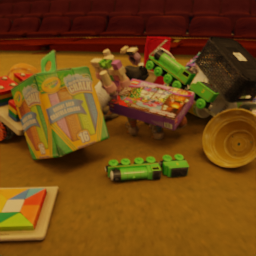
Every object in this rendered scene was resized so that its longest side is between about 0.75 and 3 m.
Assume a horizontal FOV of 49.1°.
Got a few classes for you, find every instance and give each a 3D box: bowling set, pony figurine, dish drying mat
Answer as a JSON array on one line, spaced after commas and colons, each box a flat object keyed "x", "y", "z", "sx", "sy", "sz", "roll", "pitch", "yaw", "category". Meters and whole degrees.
[{"x": 1.219, "y": -0.139, "z": 9.542, "sx": 2.389, "sy": 1.282, "sz": 1.662, "roll": -23, "pitch": 43, "yaw": -18, "category": "bowling set"}, {"x": 2.172, "y": -2.017, "z": 11.786, "sx": 2.336, "sy": 2.806, "sz": 2.708, "roll": 29, "pitch": 4, "yaw": -34, "category": "pony figurine"}, {"x": 1.256, "y": -2.699, "z": 13.059, "sx": 1.145, "sy": 2.982, "sz": 0.271, "roll": -3, "pitch": 32, "yaw": -12, "category": "dish drying mat"}]

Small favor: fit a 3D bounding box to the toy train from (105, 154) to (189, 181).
[{"x": 0.518, "y": 1.087, "z": 7.366, "sx": 2.242, "sy": 0.468, "sz": 0.632, "roll": -4, "pitch": 32, "yaw": -10, "category": "toy train"}]

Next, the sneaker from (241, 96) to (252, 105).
[{"x": 5.120, "y": -1.500, "z": 13.310, "sx": 0.962, "sy": 0.828, "sz": 2.273, "roll": 17, "pitch": 20, "yaw": -15, "category": "sneaker"}]

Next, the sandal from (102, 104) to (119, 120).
[{"x": -1.002, "y": -0.699, "z": 11.234, "sx": 0.886, "sy": 0.596, "sz": 2.207, "roll": 15, "pitch": 18, "yaw": 25, "category": "sandal"}]

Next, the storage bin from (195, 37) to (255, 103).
[{"x": 3.578, "y": -2.032, "z": 9.677, "sx": 1.505, "sy": 1.044, "sz": 2.227, "roll": -7, "pitch": 55, "yaw": -31, "category": "storage bin"}]

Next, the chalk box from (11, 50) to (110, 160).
[{"x": -2.023, "y": -0.699, "z": 7.941, "sx": 1.733, "sy": 2.800, "sz": 1.742, "roll": -21, "pitch": 5, "yaw": -41, "category": "chalk box"}]

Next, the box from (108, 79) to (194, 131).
[{"x": 0.751, "y": -0.829, "z": 9.057, "sx": 2.325, "sy": 0.455, "sz": 1.591, "roll": 17, "pitch": 44, "yaw": 26, "category": "box"}]

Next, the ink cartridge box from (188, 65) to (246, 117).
[{"x": 3.329, "y": -1.282, "z": 10.561, "sx": 1.991, "sy": 1.448, "sz": 0.836, "roll": 29, "pitch": 7, "yaw": -30, "category": "ink cartridge box"}]

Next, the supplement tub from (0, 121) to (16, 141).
[{"x": -4.068, "y": -0.324, "z": 9.704, "sx": 1.087, "sy": 1.087, "sz": 1.774, "roll": 8, "pitch": 31, "yaw": 18, "category": "supplement tub"}]

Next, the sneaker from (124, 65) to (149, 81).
[{"x": 0.312, "y": -2.169, "z": 11.416, "sx": 1.163, "sy": 0.973, "sz": 2.562, "roll": -28, "pitch": 6, "yaw": -4, "category": "sneaker"}]

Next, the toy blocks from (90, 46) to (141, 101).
[{"x": -0.448, "y": -1.646, "z": 9.263, "sx": 1.563, "sy": 1.408, "sz": 1.673, "roll": 17, "pitch": 53, "yaw": 45, "category": "toy blocks"}]

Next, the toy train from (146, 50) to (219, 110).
[{"x": 1.786, "y": -1.719, "z": 9.618, "sx": 2.965, "sy": 0.836, "sz": 0.619, "roll": 43, "pitch": 29, "yaw": 24, "category": "toy train"}]

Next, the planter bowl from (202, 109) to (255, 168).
[{"x": 3.076, "y": 0.382, "z": 8.019, "sx": 1.734, "sy": 1.734, "sz": 0.722, "roll": 25, "pitch": -3, "yaw": 45, "category": "planter bowl"}]

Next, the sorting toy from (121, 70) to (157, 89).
[{"x": -0.102, "y": -1.943, "z": 13.100, "sx": 2.719, "sy": 0.364, "sz": 2.026, "roll": 25, "pitch": 78, "yaw": 42, "category": "sorting toy"}]

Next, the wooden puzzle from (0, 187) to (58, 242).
[{"x": -2.437, "y": 1.730, "z": 5.967, "sx": 1.610, "sy": 0.324, "sz": 1.740, "roll": -1, "pitch": 23, "yaw": -2, "category": "wooden puzzle"}]

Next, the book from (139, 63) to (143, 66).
[{"x": 1.091, "y": -2.516, "z": 14.510, "sx": 1.165, "sy": 1.744, "sz": 0.419, "roll": 1, "pitch": -15, "yaw": 4, "category": "book"}]

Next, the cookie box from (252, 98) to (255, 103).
[{"x": 5.862, "y": -0.891, "z": 11.070, "sx": 1.459, "sy": 0.641, "sz": 1.706, "roll": 3, "pitch": 2, "yaw": 9, "category": "cookie box"}]

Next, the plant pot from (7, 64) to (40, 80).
[{"x": -5.106, "y": -1.984, "z": 13.399, "sx": 1.670, "sy": 1.670, "sz": 1.529, "roll": 0, "pitch": 39, "yaw": 1, "category": "plant pot"}]

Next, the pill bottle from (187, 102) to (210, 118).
[{"x": 2.749, "y": -1.075, "z": 11.868, "sx": 0.910, "sy": 0.910, "sz": 1.638, "roll": -11, "pitch": 24, "yaw": -25, "category": "pill bottle"}]

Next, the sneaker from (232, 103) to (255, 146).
[{"x": 3.873, "y": -0.176, "z": 9.492, "sx": 1.757, "sy": 1.217, "sz": 2.910, "roll": 8, "pitch": 24, "yaw": -4, "category": "sneaker"}]

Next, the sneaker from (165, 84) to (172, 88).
[{"x": 1.579, "y": -1.399, "z": 11.370, "sx": 0.311, "sy": 0.798, "sz": 0.340, "roll": 21, "pitch": -9, "yaw": -29, "category": "sneaker"}]

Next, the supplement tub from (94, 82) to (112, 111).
[{"x": -1.047, "y": -1.239, "z": 10.791, "sx": 0.821, "sy": 0.821, "sz": 1.244, "roll": 25, "pitch": 71, "yaw": 45, "category": "supplement tub"}]

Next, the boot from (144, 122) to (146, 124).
[{"x": 1.197, "y": -0.440, "z": 10.804, "sx": 0.998, "sy": 0.330, "sz": 0.874, "roll": -12, "pitch": 0, "yaw": -26, "category": "boot"}]

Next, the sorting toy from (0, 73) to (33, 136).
[{"x": -3.329, "y": -1.050, "z": 9.341, "sx": 2.335, "sy": 0.812, "sz": 2.321, "roll": 34, "pitch": 37, "yaw": 22, "category": "sorting toy"}]
